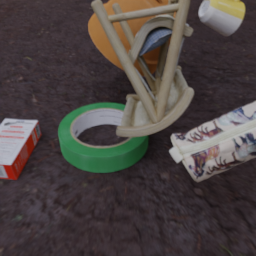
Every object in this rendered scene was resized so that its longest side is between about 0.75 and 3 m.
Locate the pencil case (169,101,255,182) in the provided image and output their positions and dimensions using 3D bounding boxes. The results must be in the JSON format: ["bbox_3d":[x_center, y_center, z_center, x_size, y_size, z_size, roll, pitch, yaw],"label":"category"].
[{"bbox_3d":[2.044,0.096,4.965,2.585,1.156,1.006,-25,60,13],"label":"pencil case"}]

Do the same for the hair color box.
[{"bbox_3d":[-3.391,0.554,8.069,1.092,0.629,1.968,3,38,5],"label":"hair color box"}]

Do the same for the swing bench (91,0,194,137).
[{"bbox_3d":[0.515,-1.571,6.477,1.783,2.748,2.734,-7,22,7],"label":"swing bench"}]

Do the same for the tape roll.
[{"bbox_3d":[-0.728,0.195,8.527,2.693,0.647,2.693,0,38,0],"label":"tape roll"}]

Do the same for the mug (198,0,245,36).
[{"bbox_3d":[3.237,-4.181,9.874,1.248,1.520,1.218,13,7,-18],"label":"mug"}]

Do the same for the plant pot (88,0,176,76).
[{"bbox_3d":[0.386,-3.327,8.939,2.777,1.944,2.777,22,46,-25],"label":"plant pot"}]
